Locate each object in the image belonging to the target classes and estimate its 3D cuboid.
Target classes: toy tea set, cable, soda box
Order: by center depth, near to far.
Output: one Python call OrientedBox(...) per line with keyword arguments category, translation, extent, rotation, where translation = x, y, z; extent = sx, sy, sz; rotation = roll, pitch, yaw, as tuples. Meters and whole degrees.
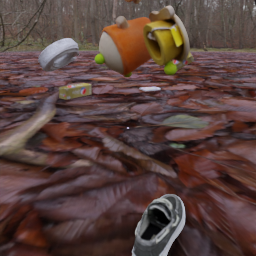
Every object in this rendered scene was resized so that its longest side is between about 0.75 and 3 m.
OrientedBox(category="toy tea set", translation=(-0.210, -1.418, 2.897), extent=(0.767, 2.073, 1.233), rotation=(-28, 13, -9))
OrientedBox(category="soda box", translation=(1.806, -2.243, 9.526), extent=(0.802, 0.257, 0.272), rotation=(-27, 47, 21))
OrientedBox(category="cable", translation=(-2.488, -2.629, 10.078), extent=(1.526, 0.529, 1.527), rotation=(-35, 2, -14))
OrientedBox(category="soda box", translation=(-2.290, -1.618, 12.288), extent=(0.492, 0.465, 1.452), rotation=(16, 24, 37))

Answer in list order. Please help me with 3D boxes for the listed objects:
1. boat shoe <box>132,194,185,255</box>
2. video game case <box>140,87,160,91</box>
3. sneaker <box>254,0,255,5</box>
OrientedBox(category="boat shoe", translation=(0.472, 1.241, 3.817), extent=(0.517, 0.466, 1.462), rotation=(7, 20, 20))
OrientedBox(category="video game case", translation=(1.085, -1.935, 13.839), extent=(0.846, 0.076, 0.606), rotation=(-8, 20, -23))
OrientedBox(category="sneaker", translation=(3.572, -3.821, 7.721), extent=(1.209, 0.851, 2.276), rotation=(-44, 27, -5))
